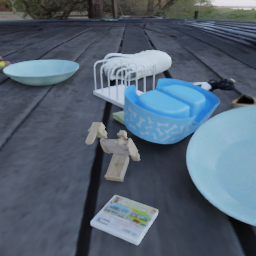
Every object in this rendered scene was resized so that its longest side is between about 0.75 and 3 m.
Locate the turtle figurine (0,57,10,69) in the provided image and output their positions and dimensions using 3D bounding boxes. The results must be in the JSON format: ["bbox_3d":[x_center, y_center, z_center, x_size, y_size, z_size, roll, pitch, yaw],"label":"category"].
[{"bbox_3d":[-6.268,-2.712,12.202,2.249,0.724,1.814,16,29,30],"label":"turtle figurine"}]

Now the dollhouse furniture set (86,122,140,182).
[{"bbox_3d":[-0.241,0.442,4.815,0.587,1.132,0.501,2,54,25],"label":"dollhouse furniture set"}]

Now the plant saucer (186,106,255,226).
[{"bbox_3d":[2.390,0.637,4.819,2.719,0.523,2.719,-8,40,7],"label":"plant saucer"}]

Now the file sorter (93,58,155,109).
[{"bbox_3d":[-0.147,-1.528,9.216,1.281,1.150,1.847,-19,32,-34],"label":"file sorter"}]

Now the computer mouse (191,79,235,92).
[{"bbox_3d":[2.149,-1.195,9.133,2.534,0.556,1.389,-11,12,-18],"label":"computer mouse"}]

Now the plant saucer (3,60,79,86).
[{"bbox_3d":[-3.439,-2.203,11.325,2.929,0.564,2.929,1,25,0],"label":"plant saucer"}]

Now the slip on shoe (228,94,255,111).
[{"bbox_3d":[3.355,-0.635,7.889,0.812,0.647,2.135,22,33,39],"label":"slip on shoe"}]

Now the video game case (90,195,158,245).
[{"bbox_3d":[-0.043,1.376,4.298,0.801,0.092,0.729,12,28,26],"label":"video game case"}]

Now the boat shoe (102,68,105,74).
[{"bbox_3d":[-0.591,-2.494,12.148,1.114,0.401,0.361,-1,20,-15],"label":"boat shoe"}]

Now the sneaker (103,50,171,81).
[{"bbox_3d":[0.461,-2.435,11.505,2.917,1.115,1.174,-9,39,-11],"label":"sneaker"}]

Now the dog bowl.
[{"bbox_3d":[1.025,-0.464,6.733,1.662,0.739,2.981,30,30,26],"label":"dog bowl"}]

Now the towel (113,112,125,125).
[{"bbox_3d":[0.023,-0.254,7.552,0.609,0.150,0.821,-16,36,-38],"label":"towel"}]
